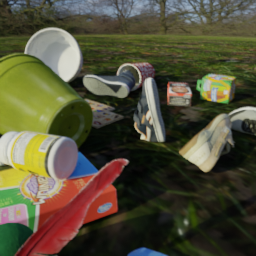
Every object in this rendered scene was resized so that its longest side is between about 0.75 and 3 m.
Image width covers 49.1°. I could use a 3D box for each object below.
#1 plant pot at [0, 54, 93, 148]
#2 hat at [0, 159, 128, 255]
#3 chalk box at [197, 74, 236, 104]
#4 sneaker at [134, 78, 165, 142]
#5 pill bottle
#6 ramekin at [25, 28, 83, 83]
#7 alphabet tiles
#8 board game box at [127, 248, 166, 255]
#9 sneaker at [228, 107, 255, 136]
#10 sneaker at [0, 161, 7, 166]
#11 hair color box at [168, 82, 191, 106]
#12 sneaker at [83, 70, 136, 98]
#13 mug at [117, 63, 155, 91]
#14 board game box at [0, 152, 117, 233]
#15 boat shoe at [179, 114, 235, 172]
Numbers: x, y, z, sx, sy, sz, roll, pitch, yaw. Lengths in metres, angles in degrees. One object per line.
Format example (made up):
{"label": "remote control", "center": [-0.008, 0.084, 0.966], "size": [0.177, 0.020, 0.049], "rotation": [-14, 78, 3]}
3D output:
{"label": "plant pot", "center": [-2.517, -0.499, 8.253], "size": [2.588, 2.688, 2.688], "rotation": [28, 35, 30]}
{"label": "hat", "center": [-1.710, 1.447, 3.449], "size": [2.695, 2.372, 2.232], "rotation": [-17, 27, -35]}
{"label": "chalk box", "center": [3.982, -1.856, 12.983], "size": [1.694, 1.057, 1.050], "rotation": [12, 25, 29]}
{"label": "sneaker", "center": [0.543, -0.431, 8.350], "size": [0.847, 2.134, 0.837], "rotation": [-3, 33, 17]}
{"label": "pill bottle", "center": [-1.960, 0.546, 6.020], "size": [1.565, 0.894, 0.894], "rotation": [8, 24, 24]}
{"label": "ramekin", "center": [-3.831, -3.674, 15.007], "size": [2.922, 2.922, 1.534], "rotation": [1, 4, 3]}
{"label": "alphabet tiles", "center": [-1.664, -0.577, 11.164], "size": [2.796, 0.106, 2.337], "rotation": [20, 30, 38]}
{"label": "board game box", "center": [0.421, 2.307, 4.280], "size": [1.096, 0.213, 0.866], "rotation": [13, 21, 15]}
{"label": "sneaker", "center": [4.371, -0.091, 9.126], "size": [2.313, 0.855, 0.917], "rotation": [9, 29, 19]}
{"label": "sneaker", "center": [-3.638, 0.656, 7.808], "size": [0.544, 0.469, 1.240], "rotation": [-9, 24, -19]}
{"label": "hair color box", "center": [2.329, -1.585, 12.898], "size": [0.997, 0.601, 1.964], "rotation": [3, 24, 5]}
{"label": "sneaker", "center": [-0.835, -2.301, 13.917], "size": [2.463, 0.936, 1.780], "rotation": [16, 37, 15]}
{"label": "mug", "center": [0.328, -2.866, 15.023], "size": [1.822, 1.369, 2.053], "rotation": [14, 24, 26]}
{"label": "board game box", "center": [-1.889, 1.412, 5.780], "size": [2.713, 0.547, 2.076], "rotation": [-13, 23, -27]}
{"label": "boat shoe", "center": [2.453, 0.400, 7.955], "size": [0.938, 1.042, 2.887], "rotation": [46, 35, 13]}
